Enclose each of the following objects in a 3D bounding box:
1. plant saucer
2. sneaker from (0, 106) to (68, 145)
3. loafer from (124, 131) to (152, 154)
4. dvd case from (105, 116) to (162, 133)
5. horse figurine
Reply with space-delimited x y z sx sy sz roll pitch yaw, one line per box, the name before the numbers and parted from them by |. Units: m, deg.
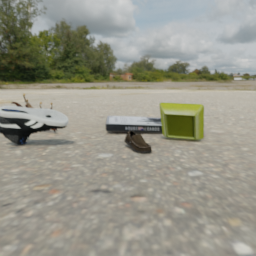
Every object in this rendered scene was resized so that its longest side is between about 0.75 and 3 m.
plant saucer | 1.524 -0.113 8.066 1.248 1.249 0.299 4 40 20
sneaker | -2.570 0.014 7.679 1.833 1.025 0.670 9 28 -3
loafer | 0.228 0.348 7.191 0.387 0.379 1.061 -6 21 -34
dvd case | 0.471 -0.141 10.109 2.513 0.311 1.889 1 10 -3
horse figurine | -3.025 -0.526 9.244 1.560 1.034 0.389 16 43 9
